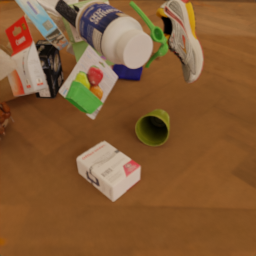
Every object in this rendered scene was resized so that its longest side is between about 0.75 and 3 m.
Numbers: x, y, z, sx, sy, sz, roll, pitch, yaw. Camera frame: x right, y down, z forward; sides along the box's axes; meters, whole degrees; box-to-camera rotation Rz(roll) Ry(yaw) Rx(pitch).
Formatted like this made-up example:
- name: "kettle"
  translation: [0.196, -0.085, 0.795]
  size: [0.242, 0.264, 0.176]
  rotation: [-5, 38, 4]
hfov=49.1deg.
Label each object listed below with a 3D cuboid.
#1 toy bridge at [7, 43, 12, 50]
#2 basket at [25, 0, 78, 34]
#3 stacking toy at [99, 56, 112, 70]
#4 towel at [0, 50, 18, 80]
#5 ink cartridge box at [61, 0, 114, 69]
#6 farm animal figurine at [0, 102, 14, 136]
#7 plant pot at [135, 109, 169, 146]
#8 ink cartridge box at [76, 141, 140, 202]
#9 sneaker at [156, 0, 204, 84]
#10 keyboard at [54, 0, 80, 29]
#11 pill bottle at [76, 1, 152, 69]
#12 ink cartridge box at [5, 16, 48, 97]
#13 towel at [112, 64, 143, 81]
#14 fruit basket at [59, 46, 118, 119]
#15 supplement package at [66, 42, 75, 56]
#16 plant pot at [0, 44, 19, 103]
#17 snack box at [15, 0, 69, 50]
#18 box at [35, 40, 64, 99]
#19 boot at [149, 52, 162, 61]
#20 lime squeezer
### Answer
- name: "toy bridge"
  translation: [-4.490, -3.216, 11.771]
  size: [0.546, 0.221, 1.625]
  rotation: [29, 5, 17]
- name: "basket"
  translation: [-3.350, -5.350, 12.303]
  size: [1.855, 1.505, 1.872]
  rotation: [18, 59, -31]
- name: "stacking toy"
  translation: [-1.277, -3.321, 14.050]
  size: [1.249, 1.249, 2.927]
  rotation: [3, 32, 4]
- name: "towel"
  translation: [-4.097, -1.410, 6.989]
  size: [2.251, 1.492, 0.388]
  rotation: [-32, 50, 12]
- name: "ink cartridge box"
  translation: [-1.379, -3.619, 11.117]
  size: [1.901, 2.612, 0.626]
  rotation: [-25, 19, -26]
- name: "farm animal figurine"
  translation: [-5.256, 0.262, 9.328]
  size: [2.842, 1.429, 2.295]
  rotation: [-31, 27, -28]
- name: "plant pot"
  translation: [0.993, -0.122, 9.975]
  size: [1.179, 1.179, 1.135]
  rotation: [13, 28, 16]
- name: "ink cartridge box"
  translation: [-0.601, 1.254, 8.461]
  size: [1.606, 0.677, 1.163]
  rotation: [31, 48, 33]
- name: "sneaker"
  translation: [1.707, -2.861, 9.548]
  size: [1.180, 2.871, 1.118]
  rotation: [-24, 20, -9]
- name: "keyboard"
  translation: [-1.884, -4.031, 9.981]
  size: [0.289, 1.458, 0.759]
  rotation: [-6, 60, 42]
- name: "pill bottle"
  translation: [-0.423, -2.758, 8.338]
  size: [1.367, 1.367, 2.463]
  rotation: [-24, 48, -27]
- name: "ink cartridge box"
  translation: [-3.097, -1.939, 7.973]
  size: [0.499, 1.989, 1.613]
  rotation: [-28, 18, -37]
- name: "towel"
  translation: [-0.074, -2.703, 13.773]
  size: [1.502, 0.372, 1.109]
  rotation: [7, 46, 9]
- name: "fruit basket"
  translation: [-0.947, -1.088, 6.913]
  size: [0.641, 1.266, 1.367]
  rotation: [9, 68, 41]
- name: "supplement package"
  translation: [-1.839, -3.918, 12.007]
  size: [0.968, 0.964, 1.650]
  rotation: [23, 67, -26]
- name: "plant pot"
  translation: [-5.616, -1.819, 11.468]
  size: [2.404, 2.241, 2.241]
  rotation: [-40, 51, -20]
- name: "snack box"
  translation: [-2.921, -3.668, 9.585]
  size: [0.539, 1.688, 2.905]
  rotation: [-38, 9, 1]
- name: "box"
  translation: [-3.536, -2.545, 12.182]
  size: [0.868, 2.017, 1.651]
  rotation: [2, 38, 3]
- name: "boot"
  translation: [0.687, -2.965, 11.406]
  size: [1.084, 0.359, 0.949]
  rotation: [8, 5, -28]
- name: "lime squeezer"
  translation: [0.714, -2.561, 8.069]
  size: [0.871, 2.467, 0.465]
  rotation: [32, 73, 28]
